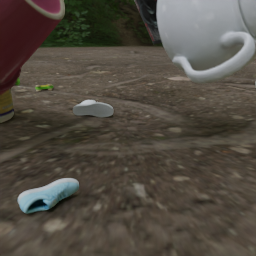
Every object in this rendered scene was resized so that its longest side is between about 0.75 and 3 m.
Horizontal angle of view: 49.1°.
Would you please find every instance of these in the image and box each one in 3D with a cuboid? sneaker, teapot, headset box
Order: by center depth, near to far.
[{"bbox_3d":[-1.185,1.103,4.364,0.957,0.354,0.392,-17,35,-23],"label":"sneaker"},{"bbox_3d":[2.063,-2.322,5.646,2.779,2.816,2.057,-9,7,-38],"label":"teapot"},{"bbox_3d":[-1.029,-0.691,9.123,1.333,0.491,0.770,4,23,15],"label":"sneaker"},{"bbox_3d":[1.148,-3.923,9.386,0.989,1.905,2.560,-29,18,-5],"label":"headset box"}]

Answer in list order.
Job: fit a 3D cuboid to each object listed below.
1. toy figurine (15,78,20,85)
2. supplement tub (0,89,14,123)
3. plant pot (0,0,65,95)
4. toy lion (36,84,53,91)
[{"bbox_3d":[-5.805,-2.237,13.591,0.804,0.603,0.740,-11,16,46],"label":"toy figurine"},{"bbox_3d":[-4.272,-1.207,8.299,1.450,1.995,1.450,0,20,0],"label":"supplement tub"},{"bbox_3d":[-2.833,-2.230,5.412,2.640,2.949,2.949,-26,11,21],"label":"plant pot"},{"bbox_3d":[-3.836,-1.874,12.873,0.820,0.281,0.786,-9,14,-24],"label":"toy lion"}]
